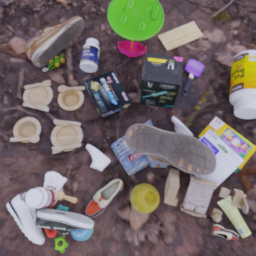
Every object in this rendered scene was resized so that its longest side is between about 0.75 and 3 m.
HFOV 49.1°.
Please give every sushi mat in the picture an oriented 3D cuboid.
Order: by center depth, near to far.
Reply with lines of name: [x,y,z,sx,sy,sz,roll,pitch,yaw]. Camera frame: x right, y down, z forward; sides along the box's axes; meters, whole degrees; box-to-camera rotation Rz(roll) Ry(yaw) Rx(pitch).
sushi mat: [2.203,-3.853,11.731,1.804,0.109,0.863,-24,69,-9]

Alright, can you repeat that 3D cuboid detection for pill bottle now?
pill bottle: [-2.574,2.082,8.338,0.601,1.052,0.601,-2,76,9]
pill bottle: [4.362,-1.538,10.148,1.266,1.266,2.317,10,68,4]
pill bottle: [-1.481,-2.862,11.006,0.689,0.689,1.240,4,68,2]

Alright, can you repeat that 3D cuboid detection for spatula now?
spatula: [2.317,-1.871,10.439,0.683,0.248,2.415,30,44,1]

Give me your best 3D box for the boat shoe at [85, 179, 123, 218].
boat shoe: [-0.785,2.244,9.008,1.580,0.494,0.562,-41,77,-13]

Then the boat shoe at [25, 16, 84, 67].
boat shoe: [-2.937,-3.627,11.162,0.990,1.044,2.757,40,71,17]

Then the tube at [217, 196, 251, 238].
tube: [3.392,2.825,8.882,0.365,0.327,1.258,-17,66,-31]

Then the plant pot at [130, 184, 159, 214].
plant pot: [0.613,2.210,8.804,0.947,0.672,0.947,4,75,-15]

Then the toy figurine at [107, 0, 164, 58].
toy figurine: [0.289,-3.757,10.455,1.899,2.328,2.529,21,75,1]

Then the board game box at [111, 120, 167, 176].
board game box: [0.517,0.836,9.581,1.652,0.510,1.651,-31,70,-12]

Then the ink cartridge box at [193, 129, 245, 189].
ink cartridge box: [2.733,1.067,9.227,1.485,0.325,1.499,46,105,15]

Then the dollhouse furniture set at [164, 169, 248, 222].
dollhouse furniture set: [2.235,2.256,8.434,2.321,1.028,1.203,16,109,5]

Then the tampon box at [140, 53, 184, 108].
tampon box: [1.150,-1.629,9.929,1.298,1.732,1.093,8,68,3]

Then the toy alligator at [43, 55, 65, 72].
toy alligator: [-2.914,-2.479,11.003,0.391,0.283,1.180,27,56,21]

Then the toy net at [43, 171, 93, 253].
toy net: [-2.158,2.578,8.926,1.286,0.473,2.451,-30,69,-8]

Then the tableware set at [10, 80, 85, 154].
tableware set: [-2.815,-0.485,10.217,2.461,0.342,2.946,2,68,1]

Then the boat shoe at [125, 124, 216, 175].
boat shoe: [1.316,0.640,8.765,2.926,1.050,1.108,24,83,1]

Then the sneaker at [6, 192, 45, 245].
sneaker: [-3.056,2.816,8.712,0.698,0.662,1.733,-37,73,-19]

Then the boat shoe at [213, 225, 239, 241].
boat shoe: [2.986,3.263,8.551,0.879,0.313,0.275,28,42,-8]

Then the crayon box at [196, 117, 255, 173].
crayon box: [3.363,0.574,9.684,1.764,0.514,1.048,41,73,15]

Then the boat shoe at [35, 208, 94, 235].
boat shoe: [-1.893,2.841,8.334,1.749,0.618,0.557,10,90,6]

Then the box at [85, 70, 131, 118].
box: [-0.767,-1.275,10.528,1.239,0.358,1.558,-23,70,-9]

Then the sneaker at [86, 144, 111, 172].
sneaker: [-1.171,1.046,9.571,1.026,0.378,0.593,36,70,13]

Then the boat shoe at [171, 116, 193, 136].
boat shoe: [1.770,0.048,9.445,0.364,0.409,1.113,-45,118,9]
